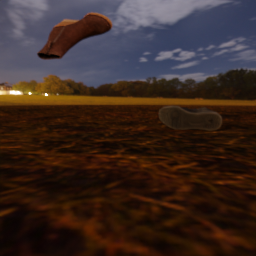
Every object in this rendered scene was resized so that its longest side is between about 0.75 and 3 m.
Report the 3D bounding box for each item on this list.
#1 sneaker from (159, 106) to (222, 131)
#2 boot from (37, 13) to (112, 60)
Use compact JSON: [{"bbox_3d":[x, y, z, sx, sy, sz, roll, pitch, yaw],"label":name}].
[{"bbox_3d":[2.275,-0.357,10.298,2.216,0.847,1.269,5,6,17],"label":"sneaker"},{"bbox_3d":[-2.005,-3.327,10.597,2.537,2.110,0.918,7,-32,27],"label":"boot"}]
